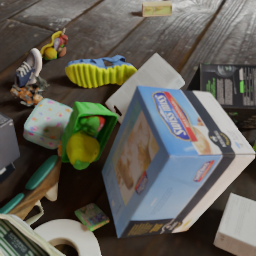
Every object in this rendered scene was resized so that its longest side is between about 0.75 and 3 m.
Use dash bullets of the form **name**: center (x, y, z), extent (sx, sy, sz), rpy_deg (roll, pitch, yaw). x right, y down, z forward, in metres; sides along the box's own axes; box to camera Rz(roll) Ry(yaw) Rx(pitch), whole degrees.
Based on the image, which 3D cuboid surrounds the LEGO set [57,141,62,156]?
- **LEGO set**: center (-1.812, 0.539, 7.918), extent (0.381, 0.308, 0.829), rpy_deg (15, 64, -14)

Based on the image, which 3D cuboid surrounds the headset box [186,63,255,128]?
- **headset box**: center (2.862, -0.787, 7.836), extent (2.548, 2.218, 1.182), rpy_deg (2, 78, 3)

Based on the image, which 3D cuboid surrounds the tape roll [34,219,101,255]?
- **tape roll**: center (-1.485, 2.867, 5.932), extent (1.840, 0.336, 1.840), rpy_deg (0, 48, 0)

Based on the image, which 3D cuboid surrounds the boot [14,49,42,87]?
- **boot**: center (-3.390, -1.957, 9.408), extent (0.559, 1.536, 0.694), rpy_deg (46, 49, 12)

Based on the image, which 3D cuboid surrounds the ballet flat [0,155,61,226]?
- **ballet flat**: center (-2.233, 1.691, 6.684), extent (0.761, 0.812, 2.245), rpy_deg (-4, 40, 53)

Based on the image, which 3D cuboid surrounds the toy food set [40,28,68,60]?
- **toy food set**: center (-2.734, -3.131, 10.898), extent (0.617, 1.111, 1.888), rpy_deg (36, 31, -11)

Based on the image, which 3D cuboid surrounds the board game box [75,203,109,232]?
- **board game box**: center (-0.841, 2.047, 6.482), extent (0.506, 0.110, 0.752), rpy_deg (-19, 27, -30)

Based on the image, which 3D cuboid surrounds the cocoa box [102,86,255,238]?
- **cocoa box**: center (0.764, 0.788, 5.912), extent (1.827, 2.784, 1.856), rpy_deg (2, 44, -23)

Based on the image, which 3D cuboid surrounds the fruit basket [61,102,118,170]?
- **fruit basket**: center (-0.996, 0.335, 6.868), extent (1.249, 1.731, 1.731), rpy_deg (2, 41, -35)

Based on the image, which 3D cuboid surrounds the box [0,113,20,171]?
- **box**: center (-3.083, 0.165, 6.183), extent (1.094, 1.201, 0.625), rpy_deg (27, 46, 18)

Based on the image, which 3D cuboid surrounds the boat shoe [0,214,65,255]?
- **boat shoe**: center (-1.511, 2.695, 5.024), extent (2.978, 0.924, 1.072), rpy_deg (35, 66, 11)

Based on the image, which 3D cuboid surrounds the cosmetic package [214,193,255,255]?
- **cosmetic package**: center (2.944, 2.294, 5.929), extent (1.901, 0.771, 1.073), rpy_deg (19, 51, 24)

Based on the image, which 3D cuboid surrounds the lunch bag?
- **lunch bag**: center (-2.337, -0.155, 8.296), extent (1.202, 0.577, 1.498), rpy_deg (19, 44, -2)

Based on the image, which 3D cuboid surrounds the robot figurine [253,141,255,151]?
- **robot figurine**: center (3.984, 0.707, 7.562), extent (1.269, 0.837, 1.446), rpy_deg (11, 44, -20)

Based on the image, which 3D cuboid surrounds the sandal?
- **sandal**: center (-0.967, -2.099, 10.090), extent (2.516, 1.000, 1.095), rpy_deg (0, 47, -13)

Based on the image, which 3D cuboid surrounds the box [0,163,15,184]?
- **box**: center (-3.955, 0.693, 7.276), extent (1.604, 1.191, 0.859), rpy_deg (26, 52, 16)

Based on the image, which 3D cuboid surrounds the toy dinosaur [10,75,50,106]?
- **toy dinosaur**: center (-3.036, -1.067, 9.185), extent (0.743, 1.454, 0.987), rpy_deg (-16, 53, 36)

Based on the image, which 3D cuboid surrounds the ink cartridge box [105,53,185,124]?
- **ink cartridge box**: center (0.506, -1.131, 9.065), extent (2.357, 0.593, 1.284), rpy_deg (-43, 57, 9)

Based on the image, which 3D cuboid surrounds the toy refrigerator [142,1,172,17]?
- **toy refrigerator**: center (1.413, -5.815, 13.697), extent (1.427, 0.542, 0.499), rpy_deg (-4, 48, -4)
